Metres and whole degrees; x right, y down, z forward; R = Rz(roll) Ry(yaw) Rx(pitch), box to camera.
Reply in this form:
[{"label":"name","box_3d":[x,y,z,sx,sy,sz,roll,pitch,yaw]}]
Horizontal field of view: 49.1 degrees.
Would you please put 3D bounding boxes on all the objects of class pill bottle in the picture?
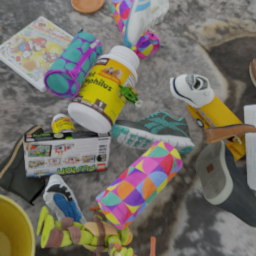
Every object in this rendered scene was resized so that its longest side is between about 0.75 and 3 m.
[{"label":"pill bottle","box_3d":[-1.956,0.060,8.506,0.628,0.628,1.149,-23,41,-11]},{"label":"pill bottle","box_3d":[-0.562,-1.072,7.542,1.238,1.238,2.266,23,69,11]}]

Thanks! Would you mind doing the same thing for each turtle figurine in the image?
[{"label":"turtle figurine","box_3d":[-0.830,2.326,6.339,2.282,2.830,0.911,16,97,-23]}]

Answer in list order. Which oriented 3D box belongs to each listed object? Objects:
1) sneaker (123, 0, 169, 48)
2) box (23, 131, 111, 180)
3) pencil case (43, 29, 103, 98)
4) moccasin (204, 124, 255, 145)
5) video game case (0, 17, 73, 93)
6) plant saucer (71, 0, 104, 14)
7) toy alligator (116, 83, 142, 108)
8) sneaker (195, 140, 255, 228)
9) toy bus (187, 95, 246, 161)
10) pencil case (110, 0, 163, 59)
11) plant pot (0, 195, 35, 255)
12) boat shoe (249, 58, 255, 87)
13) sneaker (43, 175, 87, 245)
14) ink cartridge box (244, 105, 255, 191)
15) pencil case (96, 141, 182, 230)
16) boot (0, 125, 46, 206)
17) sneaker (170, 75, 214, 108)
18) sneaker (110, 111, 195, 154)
[{"label":"sneaker","box_3d":[0.658,-3.777,9.113,1.134,1.074,2.807,24,76,-6]},{"label":"box","box_3d":[-1.658,0.725,7.742,2.267,1.248,0.394,-3,32,-20]},{"label":"pencil case","box_3d":[-1.367,-1.696,7.309,0.981,0.903,2.122,-23,33,34]},{"label":"moccasin","box_3d":[2.483,0.170,6.742,1.288,0.471,0.497,-8,87,-14]},{"label":"video game case","box_3d":[-3.190,-2.824,10.403,2.661,0.305,2.422,36,68,17]},{"label":"plant saucer","box_3d":[-1.679,-5.225,11.671,1.354,0.253,1.354,0,62,0]},{"label":"toy alligator","box_3d":[0.059,-0.689,6.534,0.408,0.295,1.230,-35,39,-1]},{"label":"sneaker","box_3d":[2.508,1.329,7.056,1.334,0.939,2.512,40,29,-10]},{"label":"toy bus","box_3d":[2.844,-0.119,8.632,0.747,0.898,2.294,-32,70,-15]},{"label":"pencil case","box_3d":[0.264,-3.822,10.438,1.185,1.185,2.681,-22,66,-11]},{"label":"plant pot","box_3d":[-3.437,2.886,6.505,2.444,1.735,2.444,7,64,-15]},{"label":"boat shoe","box_3d":[5.042,-1.442,9.332,0.990,0.939,2.615,-20,65,-10]},{"label":"sneaker","box_3d":[-1.531,2.036,7.094,0.757,2.018,0.875,-16,24,-10]},{"label":"ink cartridge box","box_3d":[4.025,0.649,6.671,0.848,2.973,2.416,-7,96,-19]},{"label":"pencil case","box_3d":[0.299,1.257,6.490,0.990,0.990,2.239,41,63,19]},{"label":"boot","box_3d":[-2.758,1.081,8.224,1.428,0.800,2.065,30,80,9]},{"label":"sneaker","box_3d":[1.943,-1.022,7.645,1.871,0.753,0.715,4,72,-47]},{"label":"sneaker","box_3d":[0.712,0.016,8.252,2.609,1.012,1.190,13,62,-22]}]
